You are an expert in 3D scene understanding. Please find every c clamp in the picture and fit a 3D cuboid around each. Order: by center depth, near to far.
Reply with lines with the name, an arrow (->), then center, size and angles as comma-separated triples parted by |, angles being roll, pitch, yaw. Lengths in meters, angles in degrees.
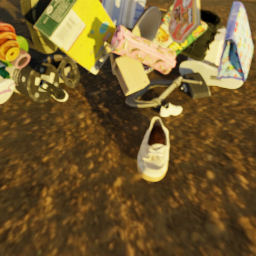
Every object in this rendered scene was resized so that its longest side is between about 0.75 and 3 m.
c clamp -> 1.290, -1.497, 11.407 | 2.338, 0.371, 2.737 | 17, 43, 38

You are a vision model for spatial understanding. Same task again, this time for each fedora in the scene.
fedora -> -3.269, -2.696, 13.209 | 1.625, 0.829, 1.837 | -6, 37, -7

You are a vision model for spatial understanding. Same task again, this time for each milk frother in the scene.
milk frother -> -3.879, -2.363, 12.143 | 2.532, 2.429, 2.692 | 22, -4, 29

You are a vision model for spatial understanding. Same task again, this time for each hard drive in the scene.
hard drive -> 2.926, -1.856, 11.984 | 0.884, 0.277, 1.311 | -10, 57, -11

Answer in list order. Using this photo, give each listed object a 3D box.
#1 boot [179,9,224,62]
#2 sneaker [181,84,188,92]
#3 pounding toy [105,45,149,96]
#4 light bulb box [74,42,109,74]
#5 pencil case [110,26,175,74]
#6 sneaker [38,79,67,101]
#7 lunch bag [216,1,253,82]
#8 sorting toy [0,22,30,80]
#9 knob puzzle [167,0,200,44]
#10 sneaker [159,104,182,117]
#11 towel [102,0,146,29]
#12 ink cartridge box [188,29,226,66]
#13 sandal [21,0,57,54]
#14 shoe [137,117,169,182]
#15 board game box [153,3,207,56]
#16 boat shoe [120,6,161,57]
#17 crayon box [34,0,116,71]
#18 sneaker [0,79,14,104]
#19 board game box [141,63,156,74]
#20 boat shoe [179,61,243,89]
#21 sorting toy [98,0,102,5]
boot -> 2.371, -3.816, 11.138 | 2.452, 2.009, 0.907 | 27, 66, 10
sneaker -> 2.715, -1.717, 12.212 | 0.799, 0.300, 0.459 | 21, 45, 26
pounding toy -> -0.058, -1.792, 8.139 | 0.698, 1.525, 1.340 | -24, 2, -8
light bulb box -> -1.442, -2.856, 10.251 | 0.772, 1.226, 1.237 | 41, 9, 38
pencil case -> 0.395, -1.957, 7.118 | 1.682, 0.696, 0.728 | 18, 49, -22
sneaker -> -2.326, -1.134, 8.411 | 1.007, 0.368, 0.563 | 32, 5, 27
lunch bag -> 2.204, -1.787, 5.743 | 0.633, 1.347, 1.014 | 10, 64, 25
sorting toy -> -3.682, -2.224, 8.737 | 0.991, 1.451, 2.415 | 42, -1, 4
knob puzzle -> 1.422, -3.130, 7.771 | 0.257, 1.850, 1.850 | 3, 31, -17
sneaker -> 1.623, -0.713, 10.486 | 0.916, 0.455, 0.357 | -15, 36, -21
towel -> -0.257, -5.086, 12.146 | 1.890, 1.388, 0.225 | 9, 10, -1
ink cartridge box -> 4.373, -4.051, 14.537 | 1.630, 1.674, 2.604 | 28, 43, 35
sandal -> -2.942, -3.735, 9.530 | 1.041, 2.622, 0.748 | 8, 54, -4
shoe -> 0.759, 0.550, 8.322 | 0.885, 0.676, 2.531 | 4, 33, 7
board game box -> 1.372, -3.151, 9.878 | 1.354, 2.585, 0.303 | 33, 55, -16
boat shoe -> 0.172, -2.877, 9.321 | 0.962, 2.649, 0.831 | -7, 49, -37
crayon box -> -1.419, -2.979, 8.522 | 0.696, 1.741, 2.742 | 38, 2, 16
sneaker -> -3.834, -0.857, 7.429 | 1.678, 0.628, 0.836 | -42, 81, -18
board game box -> 0.513, -3.190, 14.482 | 1.588, 0.275, 1.076 | 23, 40, 31
boat shoe -> 3.813, -2.502, 12.852 | 2.852, 0.997, 0.945 | 14, 25, 22
sorting toy -> -1.410, -4.883, 12.792 | 0.688, 1.966, 1.978 | 8, -11, 30
